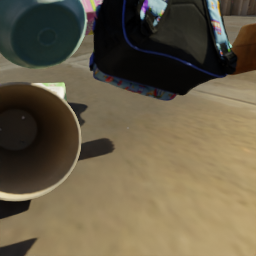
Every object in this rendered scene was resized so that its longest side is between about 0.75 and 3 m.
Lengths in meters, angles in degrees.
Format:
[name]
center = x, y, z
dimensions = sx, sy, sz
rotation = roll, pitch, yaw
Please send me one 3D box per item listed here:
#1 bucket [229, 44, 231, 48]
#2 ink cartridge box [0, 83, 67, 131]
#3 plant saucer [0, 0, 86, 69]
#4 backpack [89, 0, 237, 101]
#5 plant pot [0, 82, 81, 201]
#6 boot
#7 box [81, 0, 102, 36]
[bucket]
center = 2.293, -2.150, 7.574
dimensions = 0.865, 0.563, 0.865
rotation = -31, 37, 27
[ink cartridge box]
center = -2.658, -0.588, 8.075
dimensions = 1.501, 0.870, 2.073
rotation = -2, 26, -4
[plant saucer]
center = -1.301, -1.484, 4.392
dimensions = 1.515, 1.515, 0.272
rotation = -15, 55, -28
[backpack]
center = 0.465, -1.788, 4.383
dimensions = 2.047, 2.242, 1.508
rotation = 9, -18, -30
[plant pot]
center = -2.232, 0.153, 5.714
dimensions = 2.035, 2.035, 2.173
rotation = -12, 10, -23
[boot]
center = 2.343, -1.602, 4.299
dimensions = 0.613, 1.686, 1.791
rotation = 15, 8, -10
[box]
center = -1.857, -3.954, 9.651
dimensions = 2.093, 1.012, 1.841
rotation = -23, 2, -31
